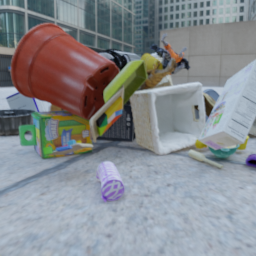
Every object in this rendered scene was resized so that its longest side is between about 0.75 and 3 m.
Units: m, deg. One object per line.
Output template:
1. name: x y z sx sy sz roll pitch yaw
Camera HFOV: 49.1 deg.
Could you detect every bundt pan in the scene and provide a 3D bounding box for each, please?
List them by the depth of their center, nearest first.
1. bundt pan: -5.177 -0.249 12.274 2.385 0.895 2.385 -1 11 0

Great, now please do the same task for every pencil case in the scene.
1. pencil case: -0.438 1.166 6.282 0.541 0.531 1.266 -34 14 -4

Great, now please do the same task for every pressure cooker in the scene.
1. pressure cooker: -0.495 -1.954 10.710 2.027 1.996 2.270 24 22 34

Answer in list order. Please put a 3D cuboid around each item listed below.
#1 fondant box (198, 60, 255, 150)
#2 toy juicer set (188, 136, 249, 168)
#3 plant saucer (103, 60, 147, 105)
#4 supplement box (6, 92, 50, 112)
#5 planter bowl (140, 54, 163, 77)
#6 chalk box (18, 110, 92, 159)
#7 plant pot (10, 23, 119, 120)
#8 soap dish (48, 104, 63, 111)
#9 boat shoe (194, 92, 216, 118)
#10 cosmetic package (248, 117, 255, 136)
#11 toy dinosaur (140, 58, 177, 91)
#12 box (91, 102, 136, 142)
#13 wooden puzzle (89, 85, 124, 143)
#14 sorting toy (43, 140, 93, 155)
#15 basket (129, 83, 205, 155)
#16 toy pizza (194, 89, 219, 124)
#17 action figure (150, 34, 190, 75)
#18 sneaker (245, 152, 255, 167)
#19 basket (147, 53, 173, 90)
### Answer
1. fondant box: 2.887 -0.551 7.591 0.638 2.189 1.579 31 -13 -1
2. toy juicer set: 2.697 0.518 8.772 1.481 0.633 2.328 11 20 38
3. plant saucer: -0.118 -1.220 8.123 0.373 1.556 1.554 42 -1 10
4. supplement box: -4.646 -1.281 14.842 1.508 1.540 2.980 -17 6 21
5. planter bowl: 0.943 -2.185 10.376 0.495 1.187 1.187 1 10 38
6. chalk box: -2.406 0.163 9.166 2.139 1.331 1.324 -7 13 -28
7. plant pot: -1.753 -1.572 8.656 2.449 2.519 2.519 29 22 20
8. soap dish: -3.028 -0.566 12.915 0.664 1.287 1.636 11 14 16
9. boat shoe: 2.877 -0.931 10.527 0.647 1.815 0.585 -41 15 36
10. cosmetic package: 5.006 -0.595 12.382 1.527 1.078 2.950 22 14 -2
11. toy dinosaur: 0.734 -1.656 9.967 1.248 0.710 2.351 30 -38 -19
12. box: -0.905 -0.395 11.643 2.668 1.428 1.980 3 12 9
13. wooden puzzle: -0.527 -0.344 7.842 0.276 1.481 1.370 34 -19 11
14. sorting toy: -1.441 0.476 6.878 0.954 0.231 1.694 -15 -8 11
15. basket: 1.344 -0.394 9.791 2.118 2.099 1.704 -13 11 -27
16. toy pizza: 3.250 -0.615 11.434 1.950 1.950 0.309 -9 10 -39
17. action figure: 1.396 -2.600 10.339 1.760 0.920 1.702 30 -21 19
18. sneaker: 3.788 0.998 7.564 0.517 0.499 1.238 -30 20 -36
19. basket: 1.005 -1.976 13.289 2.211 1.794 2.231 -17 -30 12
